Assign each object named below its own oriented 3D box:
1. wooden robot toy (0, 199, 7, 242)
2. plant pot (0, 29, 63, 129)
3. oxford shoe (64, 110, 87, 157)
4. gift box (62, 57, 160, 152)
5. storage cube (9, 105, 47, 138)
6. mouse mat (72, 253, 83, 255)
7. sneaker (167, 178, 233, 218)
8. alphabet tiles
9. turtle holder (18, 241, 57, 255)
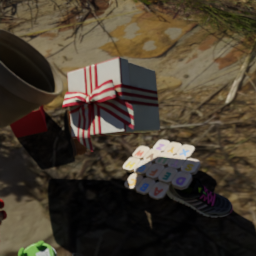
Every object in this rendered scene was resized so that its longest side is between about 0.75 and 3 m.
[{"bbox_3d":[-3.310,2.094,6.798,0.951,2.096,0.923,-1,13,39],"label":"wooden robot toy"},{"bbox_3d":[-3.933,-1.303,9.058,2.424,2.793,2.793,-43,54,17],"label":"plant pot"},{"bbox_3d":[-1.772,0.158,9.309,0.589,0.589,1.652,-8,70,-28],"label":"oxford shoe"},{"bbox_3d":[-0.398,-0.621,8.534,2.331,2.359,2.527,-13,81,35],"label":"gift box"},{"bbox_3d":[-4.142,-0.589,11.455,1.503,1.351,1.285,-13,52,-11],"label":"storage cube"},{"bbox_3d":[0.007,3.635,5.618,0.101,2.681,2.158,-42,46,-5],"label":"mouse mat"},{"bbox_3d":[2.407,2.263,9.404,2.268,0.992,0.837,20,54,15],"label":"sneaker"},{"bbox_3d":[1.135,1.341,9.975,2.647,0.193,2.589,12,46,39],"label":"alphabet tiles"},{"bbox_3d":[-2.663,4.009,8.014,1.039,0.971,1.368,31,62,27],"label":"turtle holder"}]
